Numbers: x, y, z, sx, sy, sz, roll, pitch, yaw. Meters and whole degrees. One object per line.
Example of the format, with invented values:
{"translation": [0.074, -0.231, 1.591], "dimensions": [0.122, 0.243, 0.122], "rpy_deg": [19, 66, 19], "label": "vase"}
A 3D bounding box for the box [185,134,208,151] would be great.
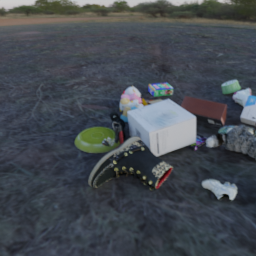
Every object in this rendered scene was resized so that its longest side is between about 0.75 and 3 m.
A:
{"translation": [2.692, 0.538, 11.513], "dimensions": [0.780, 0.197, 1.090], "rpy_deg": [25, 34, 38], "label": "box"}

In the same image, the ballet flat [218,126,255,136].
{"translation": [4.606, 0.180, 11.741], "dimensions": [1.563, 0.580, 0.580], "rpy_deg": [-3, 28, -3], "label": "ballet flat"}

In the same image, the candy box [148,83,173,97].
{"translation": [1.919, -2.271, 16.614], "dimensions": [1.217, 0.469, 1.029], "rpy_deg": [-8, 30, -13], "label": "candy box"}

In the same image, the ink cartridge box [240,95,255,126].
{"translation": [6.196, -0.595, 12.416], "dimensions": [2.008, 1.163, 0.670], "rpy_deg": [19, -10, 28], "label": "ink cartridge box"}

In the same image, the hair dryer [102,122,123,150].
{"translation": [-0.236, 0.545, 10.607], "dimensions": [0.384, 1.413, 1.077], "rpy_deg": [3, 57, 55], "label": "hair dryer"}

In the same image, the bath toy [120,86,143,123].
{"translation": [0.071, -1.242, 14.187], "dimensions": [1.197, 1.017, 2.752], "rpy_deg": [39, 22, -20], "label": "bath toy"}

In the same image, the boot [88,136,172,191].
{"translation": [0.080, 1.446, 9.005], "dimensions": [2.369, 0.855, 1.789], "rpy_deg": [-38, 59, -25], "label": "boot"}

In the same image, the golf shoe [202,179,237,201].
{"translation": [2.753, 1.926, 8.635], "dimensions": [1.111, 0.435, 0.540], "rpy_deg": [3, 53, 40], "label": "golf shoe"}

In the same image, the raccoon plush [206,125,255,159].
{"translation": [4.146, 0.802, 10.464], "dimensions": [2.107, 1.019, 1.411], "rpy_deg": [-21, 40, -11], "label": "raccoon plush"}

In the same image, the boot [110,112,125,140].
{"translation": [-0.349, 0.034, 11.874], "dimensions": [0.486, 1.314, 1.076], "rpy_deg": [-24, 55, 5], "label": "boot"}

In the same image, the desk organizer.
{"translation": [3.509, -0.790, 13.042], "dimensions": [2.090, 0.749, 0.805], "rpy_deg": [17, 76, 33], "label": "desk organizer"}

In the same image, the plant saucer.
{"translation": [-1.264, 0.416, 11.647], "dimensions": [1.917, 0.298, 1.917], "rpy_deg": [0, 28, 0], "label": "plant saucer"}

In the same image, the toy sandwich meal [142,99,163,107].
{"translation": [1.348, -1.238, 14.554], "dimensions": [1.543, 0.528, 1.543], "rpy_deg": [0, 27, 0], "label": "toy sandwich meal"}

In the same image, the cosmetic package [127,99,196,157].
{"translation": [1.312, -0.050, 11.239], "dimensions": [2.029, 1.248, 2.023], "rpy_deg": [-17, 31, -18], "label": "cosmetic package"}

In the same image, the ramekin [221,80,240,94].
{"translation": [5.996, -2.408, 16.422], "dimensions": [1.026, 0.501, 1.026], "rpy_deg": [-22, 13, 5], "label": "ramekin"}

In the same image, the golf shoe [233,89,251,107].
{"translation": [6.099, -1.459, 14.918], "dimensions": [0.980, 0.806, 2.141], "rpy_deg": [-4, 21, 22], "label": "golf shoe"}
